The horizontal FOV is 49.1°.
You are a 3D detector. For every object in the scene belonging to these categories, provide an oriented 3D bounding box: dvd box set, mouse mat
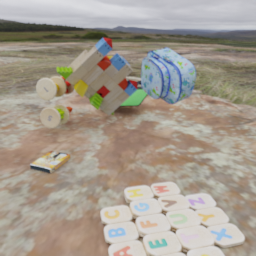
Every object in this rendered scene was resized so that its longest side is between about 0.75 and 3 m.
[{"bbox_3d":[-2.107,0.913,7.630,0.671,0.135,0.917,8,23,22],"label":"dvd box set"},{"bbox_3d":[-0.149,-1.275,11.907,1.997,0.075,1.607,0,31,27],"label":"mouse mat"}]

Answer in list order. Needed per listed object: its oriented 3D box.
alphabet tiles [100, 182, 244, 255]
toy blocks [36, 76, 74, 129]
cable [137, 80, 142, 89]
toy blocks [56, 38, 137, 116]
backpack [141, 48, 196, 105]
[{"bbox_3d":[0.763,1.814,5.336,2.448,0.183,2.503,-5,23,-12],"label":"alphabet tiles"},{"bbox_3d":[-2.398,-1.029,10.224,0.754,1.731,2.076,0,14,15],"label":"toy blocks"},{"bbox_3d":[0.738,-2.226,15.198,1.339,0.417,1.642,-4,24,3],"label":"cable"},{"bbox_3d":[-0.765,-1.851,9.976,1.988,2.908,1.453,-40,37,12],"label":"toy blocks"},{"bbox_3d":[0.958,-1.235,7.038,0.967,1.204,1.316,-24,45,-28],"label":"backpack"}]
